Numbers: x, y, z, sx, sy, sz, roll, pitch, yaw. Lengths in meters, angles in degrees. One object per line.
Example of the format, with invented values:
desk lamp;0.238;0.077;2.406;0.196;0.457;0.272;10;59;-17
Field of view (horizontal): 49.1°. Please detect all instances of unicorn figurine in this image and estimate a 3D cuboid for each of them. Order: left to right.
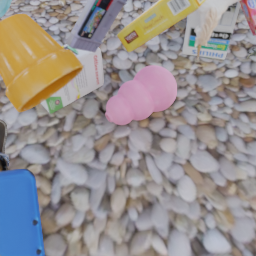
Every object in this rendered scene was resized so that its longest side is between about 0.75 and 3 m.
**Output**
unicorn figurine;2.492;-3.608;7.727;1.079;2.922;2.007;1;67;-44

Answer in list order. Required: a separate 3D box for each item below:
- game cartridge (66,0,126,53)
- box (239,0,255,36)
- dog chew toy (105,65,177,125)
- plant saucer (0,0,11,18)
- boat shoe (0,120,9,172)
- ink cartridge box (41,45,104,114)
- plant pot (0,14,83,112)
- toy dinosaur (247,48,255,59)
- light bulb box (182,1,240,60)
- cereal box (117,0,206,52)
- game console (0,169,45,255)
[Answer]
game cartridge;-0.697;-2.688;6.813;0.347;1.810;1.173;40;22;8
box;3.599;-3.375;7.809;0.633;0.661;1.325;-19;78;17
dog chew toy;0.339;-0.903;8.514;2.313;1.440;1.440;-33;58;-14
plant saucer;-3.092;-2.842;5.792;1.272;1.272;0.174;-19;19;-14
boat shoe;-2.554;0.689;5.111;0.714;0.713;1.972;-5;63;26
ink cartridge box;-1.932;-1.694;8.955;2.153;1.559;0.904;-34;59;-24
plant pot;-2.094;-1.441;5.963;1.691;1.691;1.548;-40;99;-27
toy dinosaur;4.830;-2.896;10.816;0.768;0.182;0.338;-21;61;-12
light bulb box;3.169;-4.472;10.451;1.668;2.673;2.650;12;52;11
cereal box;0.995;-2.460;5.413;0.461;1.679;2.334;53;50;-16
game console;-1.638;1.182;3.153;0.850;1.437;1.227;-8;5;-44
